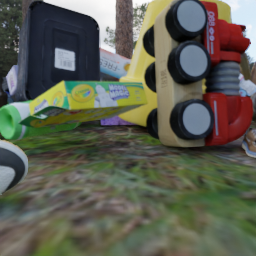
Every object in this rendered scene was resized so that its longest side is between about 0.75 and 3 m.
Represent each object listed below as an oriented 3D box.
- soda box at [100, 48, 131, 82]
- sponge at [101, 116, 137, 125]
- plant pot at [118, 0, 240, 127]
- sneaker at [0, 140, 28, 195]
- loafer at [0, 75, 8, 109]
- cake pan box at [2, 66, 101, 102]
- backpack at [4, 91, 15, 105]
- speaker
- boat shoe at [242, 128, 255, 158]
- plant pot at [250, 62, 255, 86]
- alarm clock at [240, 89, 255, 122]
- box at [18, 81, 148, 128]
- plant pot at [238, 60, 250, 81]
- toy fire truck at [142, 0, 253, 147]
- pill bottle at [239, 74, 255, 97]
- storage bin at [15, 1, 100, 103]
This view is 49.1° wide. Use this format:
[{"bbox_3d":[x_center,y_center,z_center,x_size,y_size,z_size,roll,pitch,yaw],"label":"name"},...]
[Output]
[{"bbox_3d":[-0.837,-2.057,9.296,2.438,0.834,0.775,20,-16,-8],"label":"soda box"},{"bbox_3d":[0.239,-0.270,7.705,2.000,0.298,1.116,-1,6,-5],"label":"sponge"},{"bbox_3d":[1.273,-1.492,6.699,2.898,2.726,2.898,6,13,-1],"label":"plant pot"},{"bbox_3d":[-1.513,0.483,2.019,1.519,0.574,0.666,-9,22,-16],"label":"sneaker"},{"bbox_3d":[-2.842,-0.579,5.876,0.729,1.997,0.713,-37,-40,26],"label":"loafer"},{"bbox_3d":[-2.609,-1.121,8.765,2.738,0.716,2.521,-8,-11,-38],"label":"cake pan box"},{"bbox_3d":[-3.429,-0.512,7.092,0.851,1.059,1.158,23,7,-1],"label":"backpack"},{"bbox_3d":[-1.423,-0.172,4.736,0.602,0.602,1.362,6,12,37],"label":"speaker"},{"bbox_3d":[1.941,0.202,4.193,0.374,0.375,1.035,1,8,4],"label":"boat shoe"},{"bbox_3d":[7.648,-2.100,13.780,2.599,2.626,2.626,17,17,39],"label":"plant pot"},{"bbox_3d":[3.281,-0.608,6.989,1.217,0.821,0.405,31,-16,5],"label":"alarm clock"},{"bbox_3d":[-0.662,-0.354,4.231,1.031,0.425,1.757,-18,-5,43],"label":"box"},{"bbox_3d":[3.580,-1.444,10.213,2.001,1.981,2.001,1,8,0],"label":"plant pot"},{"bbox_3d":[1.578,-0.837,4.903,2.517,2.215,1.619,-2,-2,-18],"label":"toy fire truck"},{"bbox_3d":[3.216,-1.026,8.074,1.496,0.814,0.814,40,15,6],"label":"pill bottle"},{"bbox_3d":[-1.744,-1.532,7.014,1.769,2.617,1.227,6,-16,-30],"label":"storage bin"}]
